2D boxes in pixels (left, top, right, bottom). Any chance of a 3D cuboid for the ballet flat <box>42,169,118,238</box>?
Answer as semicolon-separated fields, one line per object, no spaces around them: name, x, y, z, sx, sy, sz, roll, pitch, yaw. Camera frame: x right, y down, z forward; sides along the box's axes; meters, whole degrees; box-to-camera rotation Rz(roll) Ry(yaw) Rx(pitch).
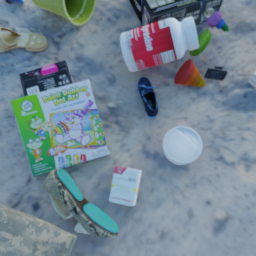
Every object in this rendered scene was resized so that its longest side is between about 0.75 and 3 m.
ballet flat;-1.326;2.136;7.321;2.385;0.809;0.898;43;101;10

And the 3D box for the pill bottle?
pill bottle;0.968;-2.618;8.682;2.238;1.256;1.256;-14;68;12

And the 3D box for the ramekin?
ramekin;1.526;0.556;8.072;1.128;0.525;1.128;0;68;1

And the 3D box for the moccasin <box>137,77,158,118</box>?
moccasin;0.692;-1.025;8.701;0.577;0.489;1.434;-13;67;-14

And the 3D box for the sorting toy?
sorting toy;2.517;-2.368;9.021;0.922;0.929;2.678;30;85;-13

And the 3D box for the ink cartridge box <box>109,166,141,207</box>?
ink cartridge box;-0.076;1.566;7.583;0.696;0.400;0.959;9;82;13

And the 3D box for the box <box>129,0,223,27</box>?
box;1.582;-4.634;9.812;2.678;1.153;2.193;-21;70;-8

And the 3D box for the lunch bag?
lunch bag;-2.630;3.161;6.129;2.015;1.444;2.456;33;68;-30

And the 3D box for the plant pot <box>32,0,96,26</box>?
plant pot;-2.334;-4.659;9.617;1.758;1.912;1.912;19;69;20

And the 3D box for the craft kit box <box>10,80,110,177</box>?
craft kit box;-1.865;0.000;7.921;2.241;0.544;2.213;-17;88;-7

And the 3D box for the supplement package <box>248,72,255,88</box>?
supplement package;4.472;-1.631;8.962;0.901;0.499;0.702;-38;72;-13

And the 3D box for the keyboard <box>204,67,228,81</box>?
keyboard;2.815;-1.740;8.902;0.780;0.468;0.100;2;34;-24

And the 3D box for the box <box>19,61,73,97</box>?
box;-2.423;-1.280;8.646;1.459;0.837;0.964;-18;71;-6

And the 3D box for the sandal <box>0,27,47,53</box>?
sandal;-4.001;-3.077;9.387;2.411;0.793;0.884;2;68;1

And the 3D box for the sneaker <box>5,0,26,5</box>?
sneaker;-4.213;-4.709;10.269;0.938;0.360;0.522;40;68;19
